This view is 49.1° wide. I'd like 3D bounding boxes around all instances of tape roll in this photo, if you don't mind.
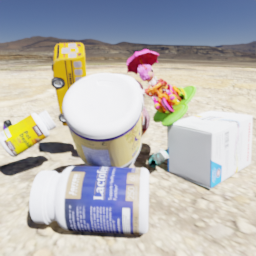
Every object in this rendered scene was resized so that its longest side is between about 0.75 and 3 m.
[{"bbox_3d":[-0.291,-0.830,7.796,1.499,1.499,0.524,3,61,8],"label":"tape roll"}]

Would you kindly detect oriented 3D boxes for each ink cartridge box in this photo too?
[{"bbox_3d":[2.492,0.511,8.497,2.199,1.619,1.591,-16,19,-38],"label":"ink cartridge box"}]

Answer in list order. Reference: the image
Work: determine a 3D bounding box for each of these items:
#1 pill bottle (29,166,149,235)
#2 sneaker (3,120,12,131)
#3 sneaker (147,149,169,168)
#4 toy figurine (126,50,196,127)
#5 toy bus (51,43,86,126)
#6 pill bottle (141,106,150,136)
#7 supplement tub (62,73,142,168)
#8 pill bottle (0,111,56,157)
[{"bbox_3d":[-0.741,1.507,5.958,2.354,1.362,1.362,1,18,4],"label":"pill bottle"},{"bbox_3d":[-5.135,-0.033,12.005,0.432,0.618,1.242,-12,21,-35],"label":"sneaker"},{"bbox_3d":[0.768,1.008,8.458,0.511,0.435,1.121,-35,-11,-28],"label":"sneaker"},{"bbox_3d":[0.710,-1.231,7.766,1.558,1.910,2.075,-37,16,22],"label":"toy figurine"},{"bbox_3d":[-1.667,-1.165,8.161,0.970,2.477,0.806,-6,47,-8],"label":"toy bus"},{"bbox_3d":[-0.022,-0.287,10.112,1.493,1.493,2.615,4,1,13],"label":"pill bottle"},{"bbox_3d":[-0.496,0.037,6.454,1.619,2.227,1.619,-1,57,2],"label":"supplement tub"},{"bbox_3d":[-2.772,0.126,7.796,1.449,0.792,0.792,-34,27,-12],"label":"pill bottle"}]
